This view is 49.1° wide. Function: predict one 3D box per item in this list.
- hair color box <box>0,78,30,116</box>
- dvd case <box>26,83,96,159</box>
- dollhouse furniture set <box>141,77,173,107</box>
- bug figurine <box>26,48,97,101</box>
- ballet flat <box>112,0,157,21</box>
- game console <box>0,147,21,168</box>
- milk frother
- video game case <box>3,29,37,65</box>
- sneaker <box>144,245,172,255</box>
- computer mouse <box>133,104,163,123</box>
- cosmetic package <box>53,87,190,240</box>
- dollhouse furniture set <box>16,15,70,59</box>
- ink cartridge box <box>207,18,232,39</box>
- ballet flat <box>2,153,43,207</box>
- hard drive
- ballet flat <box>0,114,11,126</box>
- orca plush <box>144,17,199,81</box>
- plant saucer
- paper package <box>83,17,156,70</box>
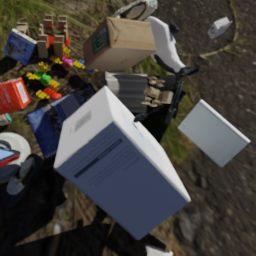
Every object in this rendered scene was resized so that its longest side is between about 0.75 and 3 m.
[{"bbox_3d":[-3.816,-0.538,6.952,2.412,0.739,1.224,-19,16,-6],"label":"hair color box"},{"bbox_3d":[-1.976,-0.300,9.360,2.476,0.217,1.767,-28,67,-8],"label":"dvd case"},{"bbox_3d":[0.790,-0.995,8.201,0.842,0.548,0.774,15,88,-31],"label":"dollhouse furniture set"},{"bbox_3d":[-2.862,-2.293,12.143,2.298,0.762,2.963,37,70,26],"label":"bug figurine"},{"bbox_3d":[0.005,-3.928,9.861,0.797,2.222,0.797,22,57,-40],"label":"ballet flat"},{"bbox_3d":[-4.270,0.808,8.485,1.480,1.673,0.260,17,100,7],"label":"game console"},{"bbox_3d":[0.477,-1.124,10.172,2.819,2.997,2.705,1,64,1],"label":"milk frother"},{"bbox_3d":[-3.325,-2.464,8.586,0.749,0.826,0.188,29,29,-15],"label":"video game case"},{"bbox_3d":[0.493,4.537,8.197,1.009,0.830,2.193,19,54,19],"label":"sneaker"},{"bbox_3d":[0.450,-0.360,6.565,0.873,0.256,0.149,-31,74,27],"label":"computer mouse"},{"bbox_3d":[-0.191,0.741,7.224,1.707,2.776,2.768,-39,23,8],"label":"cosmetic package"},{"bbox_3d":[-3.924,-4.110,13.015,2.375,1.237,2.400,1,48,-7],"label":"dollhouse furniture set"},{"bbox_3d":[3.186,-3.513,9.769,0.515,0.888,0.301,-25,83,-7],"label":"ink cartridge box"},{"bbox_3d":[-3.758,1.746,9.793,0.753,0.753,2.060,23,62,13],"label":"ballet flat"},{"bbox_3d":[2.484,0.184,8.328,1.783,1.176,0.234,44,36,13],"label":"hard drive"},{"bbox_3d":[-5.366,-0.821,11.383,0.618,0.625,1.837,-30,62,-5],"label":"ballet flat"},{"bbox_3d":[1.480,-2.722,9.879,1.503,1.016,2.857,-50,58,12],"label":"orca plush"},{"bbox_3d":[-4.733,1.004,10.344,2.074,0.521,2.074,0,59,0],"label":"plant saucer"},{"bbox_3d":[-0.325,-2.492,8.681,1.716,1.800,0.931,-8,85,-33],"label":"paper package"}]
